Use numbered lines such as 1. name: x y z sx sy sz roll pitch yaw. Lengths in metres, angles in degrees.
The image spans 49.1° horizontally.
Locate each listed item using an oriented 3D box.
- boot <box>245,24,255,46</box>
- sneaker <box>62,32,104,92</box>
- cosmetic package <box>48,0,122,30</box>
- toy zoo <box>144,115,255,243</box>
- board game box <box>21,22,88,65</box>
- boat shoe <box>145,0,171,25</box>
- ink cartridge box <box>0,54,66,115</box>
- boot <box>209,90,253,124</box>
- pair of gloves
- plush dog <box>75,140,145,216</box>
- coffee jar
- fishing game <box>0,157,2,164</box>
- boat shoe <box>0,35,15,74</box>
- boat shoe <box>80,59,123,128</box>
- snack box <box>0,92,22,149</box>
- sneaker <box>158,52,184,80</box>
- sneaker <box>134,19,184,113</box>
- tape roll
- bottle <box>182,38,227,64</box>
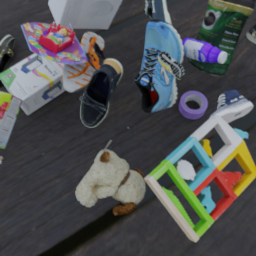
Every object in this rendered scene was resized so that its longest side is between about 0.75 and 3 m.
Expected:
1. boot: 4.180 -2.606 7.779 1.484 1.121 0.536 44 35 18
2. sneaker: -1.528 -2.075 9.469 1.043 1.029 2.665 29 50 -12
3. cosmetic package: -1.432 -4.587 9.668 2.047 2.040 1.258 -14 70 -34
4. toy zoo: 1.715 0.878 5.843 2.480 0.254 1.627 -39 98 -18
5. board game box: -2.042 -2.608 7.984 1.681 0.414 2.128 -1 46 -35
6. boat shoe: 1.009 -4.128 9.929 0.796 0.964 2.574 -14 74 12
7. ink cartridge box: -3.607 -1.947 11.269 2.385 1.043 1.733 -36 68 -18
8. boot: 2.735 -0.580 7.965 1.713 0.623 0.774 -16 56 -33
9. pair of gloves: -0.983 -2.151 8.441 0.117 0.843 0.946 -12 53 25
10. plush dog: -0.219 1.254 6.785 1.457 1.361 1.696 35 47 -6
11. coffee jar: 2.889 -3.045 8.747 1.107 2.596 1.354 4 30 -21
12. fishing game: -4.016 -0.056 6.773 0.441 2.030 2.836 -18 73 -54
13. boat shoe: -5.318 -3.093 12.067 0.598 0.708 1.985 19 72 7
14. boat shoe: -0.888 -0.850 7.861 0.882 2.365 0.736 34 39 2
15. snack box: -4.103 -0.374 7.727 2.032 0.538 1.445 14 79 19
16. sneaker: 1.066 -1.523 6.968 0.330 0.382 0.845 -43 93 -11
17. sneaker: 0.812 -1.621 8.035 1.104 2.816 1.266 22 41 37
18. tape roll: 2.558 -0.898 11.073 1.058 0.449 1.058 0 63 -1
19. bottle: 2.058 -2.084 7.713 1.299 0.543 0.424 30 74 35
